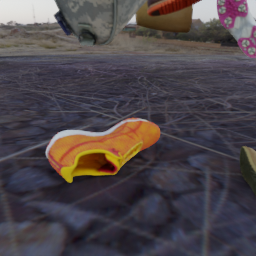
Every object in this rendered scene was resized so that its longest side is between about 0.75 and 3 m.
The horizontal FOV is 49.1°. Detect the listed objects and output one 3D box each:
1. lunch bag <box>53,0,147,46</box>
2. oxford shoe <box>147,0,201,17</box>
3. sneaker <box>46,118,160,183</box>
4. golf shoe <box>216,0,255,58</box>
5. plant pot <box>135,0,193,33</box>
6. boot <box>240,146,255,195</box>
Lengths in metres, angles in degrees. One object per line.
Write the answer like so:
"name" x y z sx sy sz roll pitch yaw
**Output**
"lunch bag" -0.144 -2.285 3.647 1.437 1.730 2.062 21 58 27
"oxford shoe" 1.548 -3.347 5.682 2.928 1.062 1.042 -30 4 11
"sneaker" -0.244 0.428 4.923 2.333 0.851 0.900 -15 48 -38
"golf shoe" 3.281 -2.989 8.162 0.840 2.232 1.021 -28 -6 26
"plant pot" 1.032 -3.651 8.699 1.600 1.491 1.491 -7 18 0
"boot" 2.531 0.701 4.329 1.341 0.444 1.174 0 30 4
